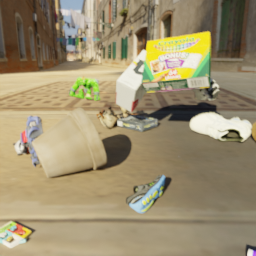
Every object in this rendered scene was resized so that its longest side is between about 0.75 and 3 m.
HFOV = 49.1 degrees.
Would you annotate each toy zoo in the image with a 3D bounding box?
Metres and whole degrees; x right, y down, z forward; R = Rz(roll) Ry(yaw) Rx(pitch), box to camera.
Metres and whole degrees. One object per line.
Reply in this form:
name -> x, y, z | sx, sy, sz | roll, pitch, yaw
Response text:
toy zoo -> -2.610, 2.422, 6.337 | 0.864, 0.088, 0.567 | 10, 19, 30

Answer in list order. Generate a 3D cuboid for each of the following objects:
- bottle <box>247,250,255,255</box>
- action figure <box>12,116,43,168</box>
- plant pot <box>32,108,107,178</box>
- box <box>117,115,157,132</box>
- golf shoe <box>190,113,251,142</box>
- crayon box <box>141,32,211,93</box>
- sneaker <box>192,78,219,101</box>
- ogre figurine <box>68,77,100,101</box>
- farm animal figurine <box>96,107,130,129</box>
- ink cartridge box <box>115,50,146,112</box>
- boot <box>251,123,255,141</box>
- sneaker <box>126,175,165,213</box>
bottle -> 2.827, 2.601, 5.246 | 1.110, 0.362, 0.464 | 9, 21, 28
action figure -> -3.132, 0.698, 10.956 | 2.607, 1.410, 2.695 | -9, 44, -6
plant pot -> -2.046, 0.659, 9.306 | 1.895, 2.184, 2.184 | -24, 24, -20
box -> 0.479, -0.266, 14.796 | 1.725, 0.440, 1.360 | 13, 22, 38
golf shoe -> 4.101, 0.035, 12.858 | 2.795, 1.094, 1.359 | 5, 26, 29
crayon box -> 1.974, -2.640, 11.361 | 2.619, 2.260, 0.764 | -2, -29, 21
sneaker -> 3.151, -2.604, 13.335 | 1.127, 3.000, 1.216 | -32, 13, -26
ogre figurine -> -1.876, -1.741, 12.346 | 0.777, 0.950, 1.584 | 13, -2, -44
farm animal figurine -> -0.493, -0.817, 15.005 | 2.199, 1.106, 1.776 | -36, 14, -5
ink cartridge box -> 0.440, -2.147, 12.902 | 0.957, 1.685, 2.312 | 29, 60, 13
boot -> 6.800, 0.380, 11.656 | 2.095, 0.981, 2.695 | -7, 19, -21
sneaker -> 0.526, 1.718, 7.800 | 0.704, 0.603, 1.700 | 17, 26, 29
